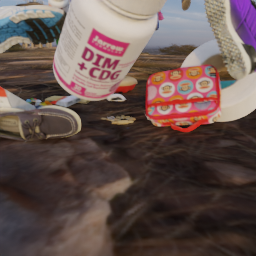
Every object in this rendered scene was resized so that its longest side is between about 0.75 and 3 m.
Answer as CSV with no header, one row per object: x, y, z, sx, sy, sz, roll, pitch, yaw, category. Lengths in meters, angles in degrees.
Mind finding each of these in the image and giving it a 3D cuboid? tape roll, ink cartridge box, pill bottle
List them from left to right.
-4.291,-0.754,7.996,2.189,0.768,2.693,4,-8,9,ink cartridge box
-2.479,-4.333,10.018,0.686,1.253,0.686,3,59,-6,pill bottle
-2.625,-1.188,11.692,1.028,0.293,0.836,19,34,31,ink cartridge box
-0.334,-1.504,4.326,1.260,1.260,2.224,-11,-22,-31,pill bottle
3.095,-1.615,9.272,2.781,2.781,0.973,12,-18,34,tape roll

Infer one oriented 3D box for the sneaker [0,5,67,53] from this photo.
-3.009,-3.020,7.814,2.949,1.105,1.278,-5,59,15,sneaker

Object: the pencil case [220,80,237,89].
3.820,-1.386,11.146,2.554,1.087,1.180,-10,1,-28,pencil case

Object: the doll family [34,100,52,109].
-3.133,-0.727,10.048,0.693,0.503,1.116,7,19,22,doll family

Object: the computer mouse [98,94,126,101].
-0.733,-1.386,12.484,1.276,0.280,0.699,2,17,8,computer mouse

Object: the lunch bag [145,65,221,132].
1.646,-0.810,8.459,2.230,1.964,0.914,-6,-26,21,lunch bag

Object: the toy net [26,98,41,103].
-3.965,-1.129,11.932,0.781,0.151,0.409,11,18,26,toy net

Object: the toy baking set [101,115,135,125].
-0.322,-0.255,9.247,1.076,0.125,0.826,-5,15,-15,toy baking set

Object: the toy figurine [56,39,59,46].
-0.827,-2.786,9.142,2.296,1.873,2.494,-29,27,-21,toy figurine

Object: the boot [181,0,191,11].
1.996,-4.683,9.907,0.300,0.830,0.690,-8,52,-1,boot

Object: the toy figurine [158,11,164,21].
0.640,-3.761,8.644,1.573,1.181,1.448,26,-11,40,toy figurine

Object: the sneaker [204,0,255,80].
2.820,-2.629,6.847,1.323,2.661,0.925,-20,7,-9,sneaker

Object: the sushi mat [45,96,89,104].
-2.584,-1.262,12.353,1.959,0.119,0.937,4,19,14,sushi mat

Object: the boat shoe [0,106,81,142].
-2.560,-0.045,7.348,2.661,0.957,0.862,5,27,14,boat shoe

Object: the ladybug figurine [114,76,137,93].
-0.589,-2.207,14.249,2.110,0.759,1.432,0,18,0,ladybug figurine

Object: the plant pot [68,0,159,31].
-0.262,-2.937,5.538,1.624,1.807,1.807,-4,5,10,plant pot
